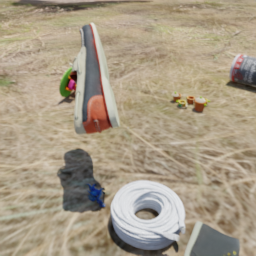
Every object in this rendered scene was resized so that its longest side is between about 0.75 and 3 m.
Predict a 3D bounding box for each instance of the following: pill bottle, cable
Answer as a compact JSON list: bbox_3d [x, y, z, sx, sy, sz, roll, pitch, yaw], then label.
[{"bbox_3d":[5.561,-2.366,12.027,2.062,1.195,1.195,23,39,30],"label":"pill bottle"},{"bbox_3d":[0.424,1.845,6.100,1.586,0.549,1.586,3,32,8],"label":"cable"}]

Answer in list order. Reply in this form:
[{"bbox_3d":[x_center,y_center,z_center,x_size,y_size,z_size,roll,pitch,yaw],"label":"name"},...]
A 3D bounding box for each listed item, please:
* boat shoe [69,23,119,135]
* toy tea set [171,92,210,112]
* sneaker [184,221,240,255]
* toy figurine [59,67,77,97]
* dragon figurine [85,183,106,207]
[{"bbox_3d":[-0.901,-1.209,6.430,0.926,1.054,2.961,-14,64,4],"label":"boat shoe"},{"bbox_3d":[2.352,-1.106,10.663,1.482,0.549,0.881,11,35,17],"label":"toy tea set"},{"bbox_3d":[1.484,2.458,5.027,0.919,0.647,1.730,12,33,22],"label":"sneaker"},{"bbox_3d":[-1.644,-1.541,11.173,1.542,1.258,1.675,24,13,11],"label":"toy figurine"},{"bbox_3d":[-0.837,1.585,6.760,0.873,0.257,0.434,22,39,28],"label":"dragon figurine"}]
